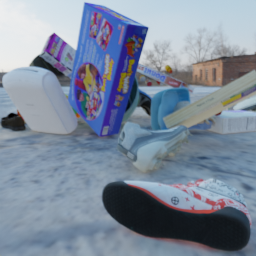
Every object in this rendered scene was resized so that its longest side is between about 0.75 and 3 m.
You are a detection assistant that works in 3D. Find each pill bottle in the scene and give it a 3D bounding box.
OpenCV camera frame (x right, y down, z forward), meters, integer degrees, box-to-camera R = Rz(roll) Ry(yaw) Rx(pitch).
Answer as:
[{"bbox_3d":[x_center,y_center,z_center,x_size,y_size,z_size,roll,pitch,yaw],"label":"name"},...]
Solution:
[{"bbox_3d":[5.174,-0.984,12.568,1.321,0.747,0.747,6,12,28],"label":"pill bottle"}]

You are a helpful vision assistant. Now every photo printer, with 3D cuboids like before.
[{"bbox_3d":[-2.499,-0.779,7.894,1.680,2.019,0.701,6,44,29],"label":"photo printer"}]

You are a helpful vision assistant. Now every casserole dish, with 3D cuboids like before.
[{"bbox_3d":[1.233,-0.494,8.157,0.433,1.351,2.231,7,12,32],"label":"casserole dish"}]

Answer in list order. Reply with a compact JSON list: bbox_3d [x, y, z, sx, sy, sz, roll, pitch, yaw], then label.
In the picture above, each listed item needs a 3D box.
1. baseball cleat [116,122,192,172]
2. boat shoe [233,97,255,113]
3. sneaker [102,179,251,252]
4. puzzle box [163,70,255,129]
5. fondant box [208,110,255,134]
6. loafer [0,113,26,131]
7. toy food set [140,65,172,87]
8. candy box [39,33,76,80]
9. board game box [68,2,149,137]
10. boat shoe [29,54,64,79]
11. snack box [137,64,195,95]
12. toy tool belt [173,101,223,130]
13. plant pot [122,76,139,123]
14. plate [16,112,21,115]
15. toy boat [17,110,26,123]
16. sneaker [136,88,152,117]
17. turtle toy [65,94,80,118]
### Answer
[{"bbox_3d":[0.525,0.169,5.602,1.119,0.733,2.103,35,23,18],"label":"baseball cleat"},{"bbox_3d":[4.994,-0.853,10.641,2.013,0.622,0.733,-20,16,-7],"label":"boat shoe"},{"bbox_3d":[0.546,0.850,3.173,1.559,0.521,0.835,8,11,21],"label":"sneaker"},{"bbox_3d":[1.965,-0.529,6.515,2.141,0.272,1.425,-28,-14,18],"label":"puzzle box"},{"bbox_3d":[3.321,-0.220,8.992,1.791,0.522,1.292,-3,11,-21],"label":"fondant box"},{"bbox_3d":[-3.747,-0.253,9.157,0.534,0.522,1.464,-10,14,-44],"label":"loafer"},{"bbox_3d":[1.148,-1.989,11.164,1.298,0.620,0.584,-18,30,3],"label":"toy food set"},{"bbox_3d":[-1.977,-2.157,8.510,0.374,0.836,1.226,-19,-42,40],"label":"candy box"},{"bbox_3d":[-0.714,-1.568,7.618,0.671,2.996,2.014,-9,38,-38],"label":"board game box"},{"bbox_3d":[-2.455,-1.886,9.006,0.820,0.868,2.413,-30,7,25],"label":"boat shoe"},{"bbox_3d":[1.065,-1.778,9.699,2.471,0.300,0.888,33,16,36],"label":"snack box"},{"bbox_3d":[2.065,-0.230,8.194,1.513,0.945,0.930,-5,54,6],"label":"toy tool belt"},{"bbox_3d":[-0.600,-0.987,9.674,2.207,2.207,1.478,3,-17,14],"label":"plant pot"},{"bbox_3d":[-4.120,-0.652,12.304,1.499,0.192,1.499,-1,10,0],"label":"plate"},{"bbox_3d":[-3.943,-0.426,10.098,0.520,0.521,0.797,5,10,31],"label":"toy boat"},{"bbox_3d":[0.138,-1.160,11.281,2.481,1.028,0.880,34,-12,-28],"label":"sneaker"},{"bbox_3d":[-2.504,-0.695,10.166,1.481,1.027,2.033,8,14,35],"label":"turtle toy"}]
